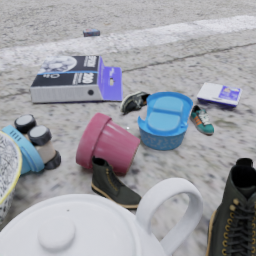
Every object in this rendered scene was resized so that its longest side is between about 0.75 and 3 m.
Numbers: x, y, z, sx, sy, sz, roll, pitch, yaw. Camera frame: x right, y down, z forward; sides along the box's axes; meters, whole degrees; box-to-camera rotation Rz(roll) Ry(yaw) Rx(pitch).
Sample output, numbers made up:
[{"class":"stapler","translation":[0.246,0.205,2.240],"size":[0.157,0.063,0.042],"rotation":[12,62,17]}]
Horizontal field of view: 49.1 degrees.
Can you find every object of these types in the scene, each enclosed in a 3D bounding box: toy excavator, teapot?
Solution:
[{"class":"toy excavator","translation":[-2.790,0.555,6.197],"size":[1.936,0.967,1.882],"rotation":[-36,46,-29]},{"class":"teapot","translation":[-0.618,1.766,3.311],"size":[2.743,2.030,2.779],"rotation":[9,35,13]}]

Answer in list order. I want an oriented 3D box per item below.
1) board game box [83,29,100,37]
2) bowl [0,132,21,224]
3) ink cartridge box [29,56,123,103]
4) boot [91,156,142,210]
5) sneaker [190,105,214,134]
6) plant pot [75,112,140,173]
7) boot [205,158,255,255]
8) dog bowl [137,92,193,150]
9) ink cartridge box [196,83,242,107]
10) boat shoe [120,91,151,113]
[{"class":"board game box","translation":[-2.054,-5.086,14.908],"size":[0.866,0.267,0.867],"rotation":[-18,39,-26]},{"class":"bowl","translation":[-3.113,1.306,4.568],"size":[2.917,1.369,2.917],"rotation":[-1,35,0]},{"class":"ink cartridge box","translation":[-1.643,-1.812,9.816],"size":[2.899,0.629,2.872],"rotation":[-1,34,-3]},{"class":"boot","translation":[-0.251,1.061,5.429],"size":[1.167,0.807,0.452],"rotation":[16,38,21]},{"class":"sneaker","translation":[2.020,-0.244,7.677],"size":[0.378,0.423,1.059],"rotation":[-10,36,-14]},{"class":"plant pot","translation":[-0.386,0.421,6.154],"size":[1.109,1.239,1.239],"rotation":[22,38,4]},{"class":"boot","translation":[1.503,1.653,3.896],"size":[0.873,1.559,2.254],"rotation":[4,35,7]},{"class":"dog bowl","translation":[1.008,-0.229,7.537],"size":[1.272,0.566,2.281],"rotation":[9,35,13]},{"class":"ink cartridge box","translation":[2.896,-1.021,8.942],"size":[1.235,0.270,1.246],"rotation":[15,35,21]},{"class":"boat shoe","translation":[0.238,-0.784,8.444],"size":[0.423,0.449,1.250],"rotation":[20,37,34]}]
